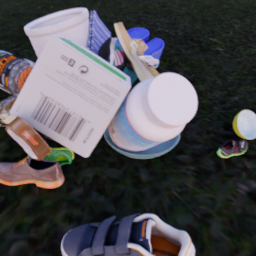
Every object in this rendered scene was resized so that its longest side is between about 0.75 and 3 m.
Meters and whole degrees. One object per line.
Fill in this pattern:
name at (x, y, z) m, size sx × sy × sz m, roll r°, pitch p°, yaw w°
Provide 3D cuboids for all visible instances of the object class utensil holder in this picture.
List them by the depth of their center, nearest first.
utensil holder at (-2.354, -2.940, 11.189) m, size 2.452 × 2.885 × 2.452 m, roll -12°, pitch 34°, yaw 8°

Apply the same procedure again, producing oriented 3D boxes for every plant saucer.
plant saucer at (0.433, 0.282, 9.088) m, size 2.432 × 0.437 × 2.432 m, roll 1°, pitch 34°, yaw -1°

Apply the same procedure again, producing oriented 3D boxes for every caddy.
caddy at (0.409, -3.622, 13.781) m, size 2.037 × 1.513 × 2.882 m, roll 39°, pitch 50°, yaw 15°

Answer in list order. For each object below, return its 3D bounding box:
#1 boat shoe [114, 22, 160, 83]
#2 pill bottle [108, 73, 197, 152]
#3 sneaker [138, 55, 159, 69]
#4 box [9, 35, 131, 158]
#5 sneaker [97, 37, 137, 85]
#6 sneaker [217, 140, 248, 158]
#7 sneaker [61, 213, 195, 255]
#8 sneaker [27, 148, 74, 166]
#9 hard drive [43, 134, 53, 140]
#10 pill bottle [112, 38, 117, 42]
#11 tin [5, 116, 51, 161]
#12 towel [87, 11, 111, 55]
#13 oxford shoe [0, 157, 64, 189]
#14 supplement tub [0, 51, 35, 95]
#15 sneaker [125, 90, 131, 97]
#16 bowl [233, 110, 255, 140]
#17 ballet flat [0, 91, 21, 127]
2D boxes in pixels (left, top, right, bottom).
boat shoe at (0.311, -2.550, 9.458) m, size 0.773 × 2.330 × 0.862 m, roll -28°, pitch 10°, yaw 9°
pill bottle at (0.551, -0.319, 7.437) m, size 1.598 × 2.939 × 1.598 m, roll 4°, pitch 77°, yaw -17°
sneaker at (0.593, -1.922, 8.076) m, size 0.802 × 0.290 × 0.288 m, roll 9°, pitch 0°, yaw -44°
box at (-1.373, -0.890, 7.422) m, size 2.210 × 2.221 × 1.903 m, roll 32°, pitch 12°, yaw -8°
sneaker at (-0.396, -1.933, 9.760) m, size 1.073 × 1.550 × 2.567 m, roll -33°, pitch 34°, yaw 34°
sneaker at (3.272, 0.587, 8.648) m, size 1.130 × 0.473 × 0.434 m, roll -17°, pitch 39°, yaw -23°
sneaker at (-0.052, 2.293, 5.719) m, size 2.791 × 1.108 × 1.095 m, roll 4°, pitch 37°, yaw 8°
sneaker at (-2.285, 0.886, 8.204) m, size 1.354 × 0.501 × 0.566 m, roll -5°, pitch 32°, yaw -8°
hard drive at (-2.002, 0.144, 9.455) m, size 1.432 × 0.271 × 1.000 m, roll 15°, pitch 38°, yaw 22°
pill bottle at (-1.178, -4.551, 15.615) m, size 1.498 × 0.834 × 0.834 m, roll -28°, pitch 44°, yaw -35°
tin at (-2.389, 0.290, 6.629) m, size 0.409 × 1.094 × 1.954 m, roll -49°, pitch 15°, yaw -20°
towel at (-1.071, -3.040, 10.868) m, size 0.282 × 1.715 × 2.369 m, roll -1°, pitch 78°, yaw 19°
oxford shoe at (-2.818, 1.088, 7.659) m, size 2.115 × 0.771 × 0.754 m, roll 3°, pitch 33°, yaw 3°
supplement tub at (-4.712, -2.194, 11.655) m, size 2.551 × 1.563 × 1.563 m, roll 22°, pitch 41°, yaw 28°
sneaker at (-0.367, -0.994, 10.810) m, size 2.307 × 0.807 × 1.038 m, roll -9°, pitch 0°, yaw 8°
bowl at (3.862, -0.061, 9.422) m, size 0.986 × 0.986 × 0.531 m, roll -19°, pitch -3°, yaw -25°
ballet flat at (-3.166, -0.859, 9.130) m, size 2.759 × 0.992 × 0.992 m, roll -33°, pitch 40°, yaw -1°
